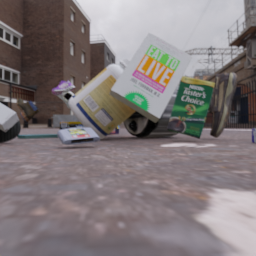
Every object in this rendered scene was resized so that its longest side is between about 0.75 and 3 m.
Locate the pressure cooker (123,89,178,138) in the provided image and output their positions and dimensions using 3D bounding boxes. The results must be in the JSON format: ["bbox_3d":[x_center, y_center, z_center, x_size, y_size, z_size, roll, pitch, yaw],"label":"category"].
[{"bbox_3d":[0.920,-0.662,11.523,2.500,2.233,2.199,-1,-42,-32],"label":"pressure cooker"}]

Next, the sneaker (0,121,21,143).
[{"bbox_3d":[-4.474,-0.107,7.808,2.863,1.061,1.267,2,1,-15],"label":"sneaker"}]

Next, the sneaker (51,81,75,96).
[{"bbox_3d":[-2.543,-1.560,10.737,0.994,0.439,0.400,-27,-2,-45],"label":"sneaker"}]

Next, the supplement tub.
[{"bbox_3d":[-0.587,-1.038,9.776,2.532,1.828,1.828,-40,-1,2],"label":"supplement tub"}]

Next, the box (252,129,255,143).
[{"bbox_3d":[3.896,0.233,7.602,0.714,0.407,0.776,1,0,-8],"label":"box"}]

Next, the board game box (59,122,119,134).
[{"bbox_3d":[-2.104,0.019,15.582,2.610,0.740,2.158,0,-1,24],"label":"board game box"}]

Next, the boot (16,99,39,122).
[{"bbox_3d":[-3.150,-0.664,8.837,0.528,1.089,0.407,-33,-36,-4],"label":"boot"}]

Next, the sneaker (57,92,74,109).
[{"bbox_3d":[-2.399,-1.113,11.951,0.788,0.592,1.582,31,-6,46],"label":"sneaker"}]

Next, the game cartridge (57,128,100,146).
[{"bbox_3d":[-1.135,0.176,6.348,0.850,0.174,0.566,-5,24,-31],"label":"game cartridge"}]

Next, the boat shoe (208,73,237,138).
[{"bbox_3d":[3.227,-0.830,10.022,0.864,2.356,0.878,15,-2,26],"label":"boat shoe"}]

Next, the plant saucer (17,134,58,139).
[{"bbox_3d":[-3.596,0.339,11.343,0.601,0.163,1.719,1,1,39],"label":"plant saucer"}]

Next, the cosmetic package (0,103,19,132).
[{"bbox_3d":[-3.266,-0.331,7.040,0.873,0.492,0.354,27,-33,14],"label":"cosmetic package"}]

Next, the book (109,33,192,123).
[{"bbox_3d":[0.605,-1.330,7.224,1.376,2.060,0.495,31,-22,-3],"label":"book"}]

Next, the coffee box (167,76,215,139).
[{"bbox_3d":[1.960,-0.656,8.786,1.098,1.786,0.393,17,-3,13],"label":"coffee box"}]
